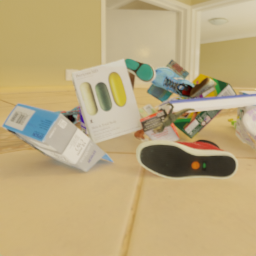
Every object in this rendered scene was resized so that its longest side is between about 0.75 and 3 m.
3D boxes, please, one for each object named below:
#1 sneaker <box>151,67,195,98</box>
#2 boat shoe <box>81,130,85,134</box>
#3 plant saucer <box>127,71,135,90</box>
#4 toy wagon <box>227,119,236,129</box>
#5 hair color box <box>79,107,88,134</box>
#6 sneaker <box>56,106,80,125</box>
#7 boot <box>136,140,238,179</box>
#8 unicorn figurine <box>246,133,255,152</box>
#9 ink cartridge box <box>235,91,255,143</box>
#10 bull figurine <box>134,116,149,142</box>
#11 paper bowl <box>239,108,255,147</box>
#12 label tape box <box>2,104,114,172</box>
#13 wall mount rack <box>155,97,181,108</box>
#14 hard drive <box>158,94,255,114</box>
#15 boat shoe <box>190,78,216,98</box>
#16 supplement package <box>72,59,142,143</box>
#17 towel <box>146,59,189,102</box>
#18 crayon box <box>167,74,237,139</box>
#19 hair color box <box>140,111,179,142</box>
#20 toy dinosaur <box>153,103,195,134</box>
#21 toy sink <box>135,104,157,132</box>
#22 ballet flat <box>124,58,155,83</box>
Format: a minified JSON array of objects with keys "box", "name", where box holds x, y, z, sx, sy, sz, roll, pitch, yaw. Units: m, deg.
[{"box":[2.040,-1.908,12.017,2.364,0.927,1.063,16,19,-20],"name":"sneaker"},{"box":[-1.980,0.295,12.221,0.274,0.279,0.774,35,16,-14],"name":"boat shoe"},{"box":[-0.092,-1.909,13.400,0.344,2.142,2.142,7,11,-12],"name":"plant saucer"},{"box":[6.141,-0.104,14.187,1.775,0.453,2.288,-9,15,-39],"name":"toy wagon"},{"box":[-1.735,-0.617,12.912,0.888,1.625,0.526,-22,33,-36],"name":"hair color box"},{"box":[-2.943,-0.527,15.499,2.425,0.962,1.159,-18,28,-31],"name":"sneaker"},{"box":[1.652,0.801,8.795,2.875,1.041,2.074,7,11,-2],"name":"boot"},{"box":[5.198,0.867,9.202,2.220,0.820,1.525,14,3,-8],"name":"unicorn figurine"},{"box":[5.618,-0.487,12.057,1.512,2.070,1.519,1,12,8],"name":"ink cartridge box"},{"box":[0.769,0.047,11.439,0.730,1.203,0.392,42,24,4],"name":"bull figurine"},{"box":[5.219,0.171,10.561,1.912,0.994,1.912,-2,42,2],"name":"paper bowl"},{"box":[-2.075,0.534,8.720,2.091,0.965,2.919,13,-25,37],"name":"label tape box"},{"box":[1.609,-0.932,11.076,0.911,0.391,1.048,14,-19,-20],"name":"wall mount rack"},{"box":[2.678,-0.808,9.742,2.924,0.371,1.929,-5,1,-4],"name":"hard drive"},{"box":[2.798,-1.458,10.659,0.414,0.484,1.320,21,-19,-13],"name":"boat shoe"},{"box":[-0.898,-1.015,11.081,2.029,2.673,2.014,-17,7,-10],"name":"supplement package"},{"box":[1.814,-2.048,12.749,1.354,1.846,0.200,25,21,-39],"name":"towel"},{"box":[3.110,-1.075,12.807,0.796,2.730,2.356,44,3,-28],"name":"crayon box"},{"box":[1.122,0.068,9.591,0.892,0.538,1.757,-21,-25,12],"name":"hair color box"},{"box":[1.161,-0.368,7.795,1.316,0.580,0.312,-36,-2,26],"name":"toy dinosaur"},{"box":[0.794,-0.494,12.428,0.902,1.384,0.775,-28,70,-39],"name":"toy sink"},{"box":[0.545,-2.210,11.040,0.706,0.706,2.034,-8,32,-33],"name":"ballet flat"}]
